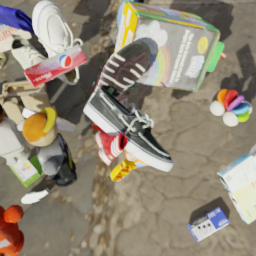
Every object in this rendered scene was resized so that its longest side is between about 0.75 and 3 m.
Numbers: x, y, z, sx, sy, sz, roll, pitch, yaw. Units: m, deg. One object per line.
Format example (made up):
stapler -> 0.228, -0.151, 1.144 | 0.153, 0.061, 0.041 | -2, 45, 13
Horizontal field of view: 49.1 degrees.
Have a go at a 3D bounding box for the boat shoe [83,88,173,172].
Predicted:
boat shoe -> 0.112, -0.027, 6.019 | 2.326, 0.859, 0.794 | 39, 103, 21

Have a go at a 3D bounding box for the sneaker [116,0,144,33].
sneaker -> 0.251, -2.884, 8.878 | 1.047, 2.670, 1.006 | 18, 28, 24

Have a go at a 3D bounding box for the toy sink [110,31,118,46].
toy sink -> -0.056, -2.905, 9.987 | 0.634, 1.131, 0.737 | -32, 33, 2

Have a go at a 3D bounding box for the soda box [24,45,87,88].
soda box -> -1.926, -1.630, 7.452 | 1.582, 0.554, 0.502 | -31, 103, -17

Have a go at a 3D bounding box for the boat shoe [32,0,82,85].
boat shoe -> -1.928, -2.276, 8.279 | 1.019, 2.757, 1.175 | -36, 62, -24

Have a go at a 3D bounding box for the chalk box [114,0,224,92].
chalk box -> 1.202, -2.204, 7.723 | 2.807, 1.746, 1.738 | 5, 33, -17

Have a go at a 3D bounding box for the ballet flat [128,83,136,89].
ballet flat -> -0.202, -1.486, 9.428 | 0.951, 0.341, 0.341 | 9, 52, -25

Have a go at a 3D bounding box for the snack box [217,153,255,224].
snack box -> 1.982, 1.014, 4.663 | 0.606, 0.193, 1.042 | -33, 104, -5

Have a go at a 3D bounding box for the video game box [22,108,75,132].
video game box -> -2.019, -0.192, 7.144 | 0.926, 1.017, 0.238 | 24, 95, 40

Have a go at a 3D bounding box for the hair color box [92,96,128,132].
hair color box -> -0.533, -0.466, 8.479 | 0.446, 0.774, 1.396 | 17, 24, 22

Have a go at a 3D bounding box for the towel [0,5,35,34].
towel -> -3.968, -3.790, 9.514 | 1.648, 1.217, 0.408 | 22, 83, 22

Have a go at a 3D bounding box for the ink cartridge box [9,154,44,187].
ink cartridge box -> -3.162, 1.253, 9.199 | 1.096, 0.415, 0.810 | -39, 64, -22

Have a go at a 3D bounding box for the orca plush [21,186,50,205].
orca plush -> -2.858, 2.046, 8.710 | 0.911, 0.479, 0.324 | -35, 20, 4

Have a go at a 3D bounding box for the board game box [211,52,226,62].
board game box -> 2.558, -2.404, 9.606 | 0.760, 1.477, 0.144 | 28, 76, -17

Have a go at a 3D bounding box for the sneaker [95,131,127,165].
sneaker -> -0.298, 0.278, 5.692 | 0.613, 0.416, 1.062 | -36, 33, 8

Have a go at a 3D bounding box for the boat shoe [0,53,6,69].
boat shoe -> -5.545, -2.939, 12.120 | 0.328, 0.283, 0.899 | 0, 56, 0

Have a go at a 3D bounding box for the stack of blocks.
stack of blocks -> -5.504, -4.173, 12.780 | 1.932, 0.566, 1.112 | -27, 60, -18

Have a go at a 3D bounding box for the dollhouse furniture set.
dollhouse furniture set -> -3.777, -1.308, 10.131 | 2.028, 1.737, 2.132 | -8, 56, -5

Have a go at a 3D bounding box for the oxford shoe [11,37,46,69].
oxford shoe -> -4.064, -2.923, 11.808 | 1.055, 0.811, 2.807 | -37, 65, -26

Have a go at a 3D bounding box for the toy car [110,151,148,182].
toy car -> -0.041, 0.633, 6.387 | 0.684, 2.056, 1.008 | -45, 71, 20

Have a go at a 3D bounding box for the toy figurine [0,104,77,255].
toy figurine -> -2.847, 0.778, 5.778 | 2.954, 2.055, 2.909 | 16, 51, 34

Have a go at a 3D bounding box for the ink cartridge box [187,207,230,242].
ink cartridge box -> 2.362, 2.829, 8.233 | 1.101, 0.243, 0.518 | -23, 60, -15

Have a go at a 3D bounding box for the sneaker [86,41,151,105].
sneaker -> -0.365, -1.327, 6.882 | 0.829, 2.190, 1.265 | 32, 23, -24

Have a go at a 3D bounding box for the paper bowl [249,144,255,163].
paper bowl -> 3.224, 0.635, 6.680 | 0.431, 0.828, 0.828 | 35, 61, -1

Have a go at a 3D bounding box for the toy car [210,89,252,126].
toy car -> 3.840, -0.860, 10.246 | 1.232, 1.055, 1.407 | -33, 62, -21

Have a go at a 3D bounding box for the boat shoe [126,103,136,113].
boat shoe -> -0.202, -0.080, 9.991 | 0.685, 0.596, 1.857 | 23, 59, 15
